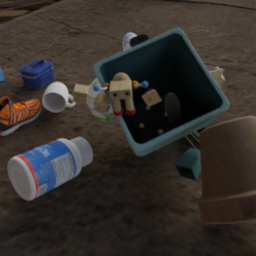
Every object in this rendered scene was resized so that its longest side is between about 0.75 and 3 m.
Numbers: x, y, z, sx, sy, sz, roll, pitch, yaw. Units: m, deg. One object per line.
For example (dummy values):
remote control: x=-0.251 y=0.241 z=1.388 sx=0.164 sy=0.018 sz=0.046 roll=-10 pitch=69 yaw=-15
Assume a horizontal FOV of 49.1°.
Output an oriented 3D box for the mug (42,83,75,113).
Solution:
mug: x=-2.821 y=-1.279 z=11.656 sx=1.310 sy=0.967 sz=1.149 roll=24 pitch=32 yaw=-20

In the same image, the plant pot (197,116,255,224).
plant pot: x=2.719 y=0.947 z=6.847 sx=2.511 sy=2.511 sz=2.190 roll=-11 pitch=79 yaw=-14

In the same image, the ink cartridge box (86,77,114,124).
ink cartridge box: x=-0.885 y=-0.988 z=9.932 sx=0.618 sy=1.413 sz=1.027 roll=20 pitch=63 yaw=31

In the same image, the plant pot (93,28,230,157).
plant pot: x=0.870 y=-0.726 z=8.867 sx=2.829 sy=2.881 sz=2.821 roll=-25 pitch=73 yaw=-6

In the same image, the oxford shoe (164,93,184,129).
oxford shoe: x=1.224 y=-0.482 z=7.876 sx=0.445 sy=1.247 sz=0.445 roll=-24 pitch=36 yaw=-5

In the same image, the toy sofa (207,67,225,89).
toy sofa: x=2.785 y=-2.257 z=12.458 sx=2.695 sy=1.315 sz=1.116 roll=-1 pitch=39 yaw=0

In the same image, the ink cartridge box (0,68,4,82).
ink cartridge box: x=-6.881 y=-2.575 z=13.066 sx=1.607 sy=1.006 sz=1.033 roll=-30 pitch=48 yaw=-32

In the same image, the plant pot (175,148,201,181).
plant pot: x=1.854 y=1.019 z=8.223 sx=0.559 sy=0.558 sz=0.790 roll=10 pitch=51 yaw=41

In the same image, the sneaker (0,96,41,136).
sneaker: x=-4.220 y=-0.755 z=10.641 sx=0.867 sy=1.252 sz=2.235 roll=18 pitch=42 yaw=20

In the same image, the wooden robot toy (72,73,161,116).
wooden robot toy: x=-0.277 y=-0.949 z=7.194 sx=2.177 sy=0.959 sz=0.988 roll=-4 pitch=42 yaw=3

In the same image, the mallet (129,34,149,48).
mallet: x=0.167 y=-2.126 z=9.104 sx=0.379 sy=1.839 sz=0.606 roll=38 pitch=40 yaw=25

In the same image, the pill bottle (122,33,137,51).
pill bottle: x=0.125 y=-3.146 z=10.554 sx=0.688 sy=0.688 sz=1.266 roll=-3 pitch=34 yaw=-4

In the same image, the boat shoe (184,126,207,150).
boat shoe: x=2.519 y=0.221 z=9.859 sx=0.813 sy=0.693 sz=2.433 roll=-20 pitch=43 yaw=-30

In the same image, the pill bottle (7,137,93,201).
pill bottle: x=-2.185 y=1.061 z=8.241 sx=1.271 sy=1.271 sz=2.265 roll=29 pitch=34 yaw=30

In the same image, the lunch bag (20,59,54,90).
lunch bag: x=-4.193 y=-2.598 z=13.099 sx=1.032 sy=1.005 sz=1.519 roll=19 pitch=44 yaw=22
